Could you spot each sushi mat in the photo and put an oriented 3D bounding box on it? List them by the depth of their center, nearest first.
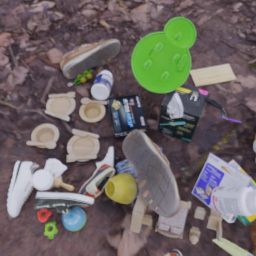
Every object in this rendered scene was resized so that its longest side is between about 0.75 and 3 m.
[{"bbox_3d":[3.499,-2.182,11.582,1.804,0.109,0.863,-11,59,-6],"label":"sushi mat"}]

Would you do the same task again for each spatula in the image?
[{"bbox_3d":[3.146,-0.554,9.460,0.683,2.415,0.248,19,84,43],"label":"spatula"}]

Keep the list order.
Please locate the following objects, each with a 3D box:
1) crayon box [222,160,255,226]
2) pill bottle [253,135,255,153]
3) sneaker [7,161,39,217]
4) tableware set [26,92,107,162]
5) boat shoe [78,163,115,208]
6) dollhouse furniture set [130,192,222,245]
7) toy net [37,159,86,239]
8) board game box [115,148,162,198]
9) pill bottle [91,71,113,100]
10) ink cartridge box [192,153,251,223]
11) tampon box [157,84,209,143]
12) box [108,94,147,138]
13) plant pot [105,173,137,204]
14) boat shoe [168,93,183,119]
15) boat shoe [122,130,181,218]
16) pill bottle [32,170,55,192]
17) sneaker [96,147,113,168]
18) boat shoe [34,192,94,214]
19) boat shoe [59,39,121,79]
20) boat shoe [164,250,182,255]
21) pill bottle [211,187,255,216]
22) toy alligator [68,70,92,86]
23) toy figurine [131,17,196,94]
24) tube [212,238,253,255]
[{"bbox_3d":[3.487,2.015,8.836,1.048,0.514,1.764,-30,64,-17],"label":"crayon box"},{"bbox_3d":[5.007,0.255,9.449,1.266,1.266,2.317,21,61,12],"label":"pill bottle"},{"bbox_3d":[-3.276,1.881,8.709,0.698,0.662,1.733,8,67,-12],"label":"sneaker"},{"bbox_3d":[-2.094,-0.137,10.220,2.461,0.342,2.946,9,60,5],"label":"tableware set"},{"bbox_3d":[-1.000,1.842,8.742,0.494,0.562,1.580,22,71,46],"label":"boat shoe"},{"bbox_3d":[1.292,2.731,7.784,2.321,1.203,1.028,12,29,10],"label":"dollhouse furniture set"},{"bbox_3d":[-2.266,2.146,8.832,1.286,0.473,2.451,-23,60,-7],"label":"toy net"},{"bbox_3d":[0.602,1.658,9.055,1.652,0.510,1.651,-17,60,-10],"label":"board game box"},{"bbox_3d":[-0.969,-1.686,10.810,0.689,0.689,1.240,7,41,4],"label":"pill bottle"},{"bbox_3d":[2.769,1.732,8.298,0.325,1.499,1.485,6,21,-39],"label":"ink cartridge box"},{"bbox_3d":[1.837,-0.521,9.636,1.298,1.732,1.093,19,61,11],"label":"tampon box"},{"bbox_3d":[-0.048,-0.464,10.397,1.239,0.358,1.558,-8,60,-4],"label":"box"},{"bbox_3d":[-0.298,1.856,8.538,0.672,0.947,0.947,8,49,-43],"label":"plant pot"},{"bbox_3d":[1.221,-0.514,7.359,0.364,1.113,0.409,-20,62,4],"label":"boat shoe"},{"bbox_3d":[0.822,1.253,8.159,1.108,1.050,2.926,-41,47,19],"label":"boat shoe"},{"bbox_3d":[-2.510,1.564,8.293,0.601,1.052,0.601,3,73,-10],"label":"pill bottle"},{"bbox_3d":[-0.785,1.109,9.405,0.593,0.378,1.026,3,67,1],"label":"sneaker"},{"bbox_3d":[-1.858,2.211,8.137,1.749,0.618,0.557,1,67,10],"label":"boat shoe"},{"bbox_3d":[-1.599,-3.076,11.601,2.757,1.044,0.990,-29,62,-18],"label":"boat shoe"},{"bbox_3d":[1.063,3.382,7.220,0.275,0.879,0.313,-11,65,-35],"label":"boat shoe"},{"bbox_3d":[2.743,1.817,6.960,0.676,1.193,0.676,7,78,-36],"label":"pill bottle"},{"bbox_3d":[-1.909,-1.948,11.347,1.180,0.283,0.391,-35,48,-12],"label":"toy alligator"},{"bbox_3d":[1.108,-2.377,9.848,1.899,2.328,2.529,31,91,-6],"label":"toy figurine"},{"bbox_3d":[2.983,3.424,7.762,0.327,0.365,1.258,-45,38,-19],"label":"tube"}]
